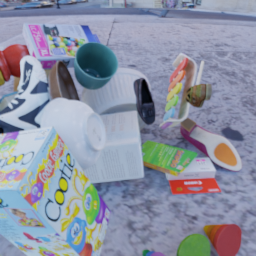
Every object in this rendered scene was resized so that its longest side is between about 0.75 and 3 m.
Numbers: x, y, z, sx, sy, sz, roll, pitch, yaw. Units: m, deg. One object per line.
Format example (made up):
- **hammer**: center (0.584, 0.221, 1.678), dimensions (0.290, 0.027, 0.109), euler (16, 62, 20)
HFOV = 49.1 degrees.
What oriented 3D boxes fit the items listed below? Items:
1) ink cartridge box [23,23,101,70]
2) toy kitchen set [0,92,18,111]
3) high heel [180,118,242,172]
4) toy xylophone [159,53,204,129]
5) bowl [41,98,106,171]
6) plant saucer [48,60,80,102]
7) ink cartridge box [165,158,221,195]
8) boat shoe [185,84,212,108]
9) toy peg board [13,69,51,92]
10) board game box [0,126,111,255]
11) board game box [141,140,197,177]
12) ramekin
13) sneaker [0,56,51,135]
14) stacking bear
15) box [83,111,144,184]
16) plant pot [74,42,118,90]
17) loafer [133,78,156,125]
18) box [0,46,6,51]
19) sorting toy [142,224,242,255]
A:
- **ink cartridge box**: center (-2.035, -2.884, 9.829), dimensions (2.835, 0.595, 1.692), euler (-10, 62, -33)
- **toy kitchen set**: center (-4.651, -0.877, 8.454), dimensions (1.242, 1.689, 2.108), euler (-33, 0, 42)
- **high heel**: center (3.263, 0.771, 11.285), dimensions (2.977, 1.428, 1.003), euler (37, 84, 26)
- **toy xylophone**: center (1.894, -1.354, 10.013), dimensions (0.712, 2.076, 2.835), euler (15, 68, -6)
- **bowl**: center (-1.087, 0.158, 6.509), dimensions (0.848, 1.887, 1.887), euler (-11, 27, 22)
- **plant saucer**: center (-1.902, -0.873, 8.608), dimensions (0.403, 2.343, 2.343), euler (-16, 32, 2)
- **ink cartridge box**: center (2.240, 1.670, 9.915), dimensions (1.741, 0.379, 1.511), euler (-2, 29, -4)
- **boat shoe**: center (1.889, -0.937, 7.876), dimensions (0.559, 0.592, 1.646), euler (3, -8, 4)
- **toy peg board**: center (-3.260, -2.022, 10.778), dimensions (2.156, 1.054, 2.147), euler (-34, 48, 18)
- **board game box**: center (-1.562, 1.445, 5.335), dimensions (1.385, 2.642, 1.361), euler (-7, 40, 22)
- **board game box**: center (1.288, 1.086, 10.280), dimensions (2.366, 0.355, 1.130), euler (10, 41, 46)
- **ramekin**: center (-0.373, -0.888, 11.738), dimensions (2.992, 2.992, 1.570), euler (-7, 58, -11)
- **sneaker**: center (-3.245, -0.626, 8.041), dimensions (1.914, 2.941, 1.174), euler (-12, -2, -26)
- **stacking bear**: center (-4.588, -1.965, 9.292), dimensions (2.910, 1.655, 1.767), euler (-21, 62, -18)
- **box**: center (-0.985, 0.695, 10.058), dimensions (2.872, 1.527, 2.187), euler (-7, 31, 5)
- **plant pot**: center (-1.139, -1.874, 9.101), dimensions (1.376, 1.104, 1.376), euler (9, 64, -18)
- **loafer**: center (0.535, -0.825, 8.729), dimensions (0.543, 1.512, 0.476), euler (-17, 3, -20)
- **box**: center (-5.126, -2.705, 11.523), dimensions (0.350, 1.163, 0.678), euler (1, 56, -7)
- **sorting toy**: center (1.585, 3.022, 7.269), dimensions (2.865, 0.994, 0.987), euler (-6, 7, -26)
